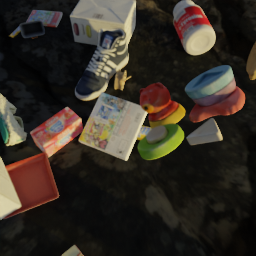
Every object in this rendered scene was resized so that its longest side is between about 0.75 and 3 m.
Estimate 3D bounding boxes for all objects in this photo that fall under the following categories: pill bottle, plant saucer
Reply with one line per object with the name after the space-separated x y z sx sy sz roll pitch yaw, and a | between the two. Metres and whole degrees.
2.475 -3.968 10.884 1.203 1.203 2.142 -9 56 -6 | pill bottle
-2.769 1.569 7.651 1.477 0.272 1.480 -20 57 -13 | plant saucer

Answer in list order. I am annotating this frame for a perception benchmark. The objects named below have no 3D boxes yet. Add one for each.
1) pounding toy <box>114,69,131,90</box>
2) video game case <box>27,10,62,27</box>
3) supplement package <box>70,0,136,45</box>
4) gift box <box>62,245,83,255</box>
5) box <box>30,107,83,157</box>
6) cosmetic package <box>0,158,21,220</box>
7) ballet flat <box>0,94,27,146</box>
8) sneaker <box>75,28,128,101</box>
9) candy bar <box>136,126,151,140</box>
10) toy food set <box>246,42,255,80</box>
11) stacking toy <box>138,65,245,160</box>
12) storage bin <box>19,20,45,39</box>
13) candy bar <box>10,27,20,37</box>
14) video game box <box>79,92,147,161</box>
-0.165 -1.619 9.728 0.552 0.551 0.963 9 37 6 | pounding toy
-3.595 -4.721 12.068 1.327 0.116 0.949 6 56 4 | video game case
-0.923 -4.201 11.047 2.138 1.185 1.665 12 56 9 | supplement package
-1.303 3.132 6.285 0.730 0.782 0.722 -35 57 -20 | gift box
-2.099 0.116 8.392 0.652 0.706 1.377 39 63 23 | box
-4.221 1.249 6.662 1.944 1.932 2.323 -33 60 -9 | cosmetic package
-3.801 -0.333 8.808 0.797 0.797 2.221 -26 62 -17 | ballet flat
-0.925 -2.284 9.536 0.979 1.515 2.792 27 60 17 | sneaker
0.094 0.041 8.704 2.442 0.271 0.609 15 58 11 | candy bar
3.228 -1.768 6.948 0.239 0.970 0.980 16 65 5 | toy food set
0.866 -0.385 4.850 1.962 0.829 1.776 -20 21 36 | stacking toy
-3.855 -3.986 11.327 0.895 0.652 0.601 -15 29 -10 | storage bin
-4.594 -4.031 11.606 0.223 0.099 0.894 19 58 12 | candy bar
-0.434 -0.064 8.417 1.538 0.395 1.688 21 76 11 | video game box
